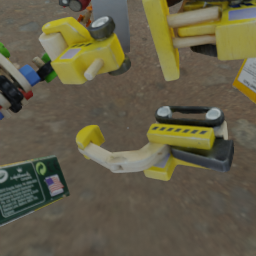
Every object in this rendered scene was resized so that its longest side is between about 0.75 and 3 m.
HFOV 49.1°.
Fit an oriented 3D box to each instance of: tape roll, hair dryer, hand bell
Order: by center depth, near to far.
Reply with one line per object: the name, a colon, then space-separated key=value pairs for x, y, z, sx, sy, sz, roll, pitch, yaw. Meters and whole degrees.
hand bell: x=1.228 y=-2.583 z=5.519 sx=1.012 sy=1.943 sz=1.012 roll=17 pitch=12 yaw=-4
tape roll: x=-0.455 y=-2.949 z=6.814 sx=0.751 sy=2.274 sz=2.274 roll=-7 pitch=45 yaw=-2
hair dryer: x=-1.141 y=-3.958 z=7.447 sx=0.617 sy=1.729 sz=2.270 roll=25 pitch=20 yaw=-11

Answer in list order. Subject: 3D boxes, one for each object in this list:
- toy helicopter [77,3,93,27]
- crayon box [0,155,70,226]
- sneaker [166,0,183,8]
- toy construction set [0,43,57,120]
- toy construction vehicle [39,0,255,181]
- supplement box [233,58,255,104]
toy helicopter: x=-1.221 y=-3.817 z=9.012 sx=0.409 sy=0.686 sz=1.038 roll=26 pitch=69 yaw=-19
crayon box: x=-1.849 y=0.940 z=2.970 sx=2.067 sy=1.312 sz=0.525 roll=-25 pitch=83 yaw=22
sneaker: x=0.854 y=-2.608 z=4.527 sx=0.568 sy=1.560 sz=0.661 roll=5 pitch=72 yaw=-26
toy construction set: x=-2.628 y=-0.851 z=4.599 sx=2.385 sy=1.832 sz=1.989 roll=-41 pitch=14 yaw=7
toy construction vehicle: x=0.217 y=-0.311 z=3.034 sx=2.541 sy=2.212 sz=0.895 roll=5 pitch=49 yaw=26
supplement box: x=3.401 y=-1.599 z=5.108 sx=1.503 sy=2.745 sz=1.494 roll=15 pitch=25 yaw=-9
